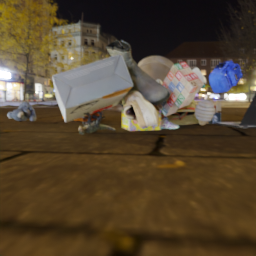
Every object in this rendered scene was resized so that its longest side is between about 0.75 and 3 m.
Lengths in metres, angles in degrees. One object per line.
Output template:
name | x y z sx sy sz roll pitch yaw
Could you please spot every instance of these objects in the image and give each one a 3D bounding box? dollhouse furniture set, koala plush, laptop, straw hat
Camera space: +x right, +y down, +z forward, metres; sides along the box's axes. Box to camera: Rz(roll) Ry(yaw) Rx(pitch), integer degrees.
dollhouse furniture set | 4.110 -1.219 15.729 1.706 0.889 1.725 8 -15 -12
koala plush | -5.634 -0.757 14.693 1.047 1.085 1.181 2 18 27
laptop | 5.547 -0.824 11.661 2.601 1.610 2.778 -1 6 -14
straw hat | 2.255 -0.863 11.773 2.437 1.031 2.437 0 -13 0

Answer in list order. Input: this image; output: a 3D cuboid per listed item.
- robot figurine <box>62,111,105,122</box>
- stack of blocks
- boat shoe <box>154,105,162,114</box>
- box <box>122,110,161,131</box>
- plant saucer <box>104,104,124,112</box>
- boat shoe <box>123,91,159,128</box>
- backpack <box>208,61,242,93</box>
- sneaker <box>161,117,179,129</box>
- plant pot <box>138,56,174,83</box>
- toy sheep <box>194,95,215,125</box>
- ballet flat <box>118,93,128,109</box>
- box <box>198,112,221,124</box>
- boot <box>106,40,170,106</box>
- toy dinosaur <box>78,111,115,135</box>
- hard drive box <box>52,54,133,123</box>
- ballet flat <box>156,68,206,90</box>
robot figurine | -2.340 -0.692 15.230 1.598 0.641 2.204 7 9 43
stack of blocks | 1.694 -1.215 9.805 0.547 1.075 1.867 -21 -25 -32
boat shoe | 1.644 -0.850 12.539 1.781 0.635 0.575 13 20 -11
box | 0.485 -0.319 10.836 1.225 0.747 1.180 -2 6 -16
plant saucer | -0.851 -1.383 14.617 2.527 0.405 2.527 5 -11 1
boat shoe | 0.216 -0.606 8.963 0.749 0.798 2.166 -23 27 -11
backpack | 3.140 -1.645 9.109 0.997 0.810 0.836 -41 21 -29
sneaker | 1.564 -0.247 10.938 0.844 0.591 0.328 1 6 7
plant pot | 1.370 -2.222 14.581 2.302 2.302 1.997 1 48 13
toy sheep | 2.768 -0.640 10.140 0.789 1.144 0.789 4 16 -1
ballet flat | 0.226 -1.090 10.828 0.778 0.778 2.130 -3 3 -30
box | 3.113 -0.537 14.133 2.466 0.537 1.976 -1 6 -6
boot | 0.169 -1.963 9.695 0.965 1.862 2.850 -36 40 -15
toy dinosaur | -1.132 -0.173 9.552 0.402 0.746 1.692 -12 -4 42
hard drive box | -1.269 -1.199 9.384 2.181 1.075 2.799 -21 -2 -13
ballet flat | 1.619 -1.630 11.246 2.910 1.010 1.010 -17 0 19
